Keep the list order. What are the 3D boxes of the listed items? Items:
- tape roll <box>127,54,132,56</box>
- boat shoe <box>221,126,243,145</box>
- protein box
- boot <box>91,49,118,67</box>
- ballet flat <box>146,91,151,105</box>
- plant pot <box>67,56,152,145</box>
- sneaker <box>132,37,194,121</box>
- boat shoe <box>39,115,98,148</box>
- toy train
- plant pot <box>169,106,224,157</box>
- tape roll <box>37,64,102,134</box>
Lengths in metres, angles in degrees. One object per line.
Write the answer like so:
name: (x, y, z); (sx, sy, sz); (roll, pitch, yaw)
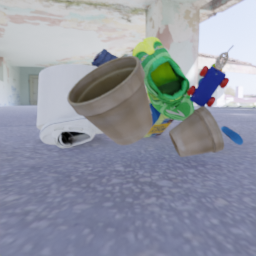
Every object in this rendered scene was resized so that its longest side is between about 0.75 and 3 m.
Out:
tape roll: (0.199, -1.958, 9.355); (1.057, 1.057, 0.193); (-6, 22, -40)
boat shoe: (3.278, 0.202, 8.789); (0.799, 0.336, 0.274); (46, 15, 7)
protein box: (0.943, -0.494, 10.552); (0.827, 1.217, 1.226); (-7, -29, -30)
boot: (-0.996, -2.321, 11.070); (1.163, 0.936, 2.574); (32, -22, -20)
ballet flat: (1.020, -1.346, 9.955); (0.514, 0.508, 1.510); (-3, 28, 47)
plant pot: (-0.187, -0.431, 5.518); (1.550, 1.345, 1.550); (-23, 30, 15)
sneaker: (1.045, -0.971, 7.423); (1.111, 2.999, 1.253); (-35, 46, 9)
boat shoe: (-1.864, 0.235, 8.407); (2.348, 0.845, 0.772); (-10, 43, 29)
toy train: (2.044, -1.303, 6.500); (0.665, 1.570, 0.909); (31, 36, 5)
plant pot: (1.482, 0.192, 6.363); (0.945, 1.089, 1.089); (-24, 7, 1)
tape roll: (-1.829, -0.900, 10.159); (2.821, 1.937, 2.821); (-1, -9, 0)
